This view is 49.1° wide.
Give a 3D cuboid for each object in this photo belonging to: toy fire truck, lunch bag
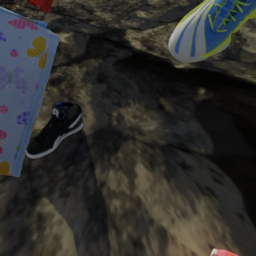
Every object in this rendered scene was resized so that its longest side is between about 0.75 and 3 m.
[{"bbox_3d":[-1.982,-4.300,8.305,0.609,1.761,2.497,27,19,3],"label":"toy fire truck"},{"bbox_3d":[-2.197,-0.665,4.041,1.916,2.260,1.437,15,4,-25],"label":"lunch bag"}]

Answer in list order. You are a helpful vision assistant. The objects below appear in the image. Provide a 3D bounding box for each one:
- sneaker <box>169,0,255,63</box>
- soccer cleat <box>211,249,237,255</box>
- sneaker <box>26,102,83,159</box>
[{"bbox_3d":[1.972,-2.500,5.387,2.866,1.505,1.085,-38,72,-5],"label":"sneaker"},{"bbox_3d":[1.306,2.892,3.961,0.909,0.793,2.377,23,45,15],"label":"soccer cleat"},{"bbox_3d":[-1.899,-0.079,6.986,0.635,0.972,1.737,28,49,27],"label":"sneaker"}]
